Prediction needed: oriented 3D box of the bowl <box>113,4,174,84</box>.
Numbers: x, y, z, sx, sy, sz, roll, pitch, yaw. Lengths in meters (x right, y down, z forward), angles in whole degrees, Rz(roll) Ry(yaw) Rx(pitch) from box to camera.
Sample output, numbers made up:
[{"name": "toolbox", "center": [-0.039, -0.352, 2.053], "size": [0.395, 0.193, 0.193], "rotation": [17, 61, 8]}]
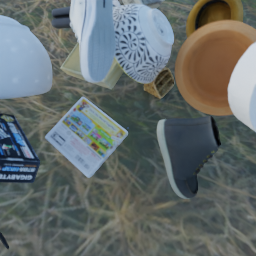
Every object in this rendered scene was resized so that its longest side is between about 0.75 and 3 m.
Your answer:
[{"name": "bowl", "center": [0.461, -2.206, 6.766], "size": [0.970, 2.066, 2.066], "rotation": [-21, 44, 36]}]

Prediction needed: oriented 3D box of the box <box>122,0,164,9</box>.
[{"name": "box", "center": [0.515, -4.131, 9.089], "size": [0.610, 0.508, 1.484], "rotation": [53, 44, -3]}]

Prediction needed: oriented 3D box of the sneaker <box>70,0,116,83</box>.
[{"name": "sneaker", "center": [-0.783, -2.084, 5.860], "size": [0.817, 0.843, 2.308], "rotation": [2, 88, 39]}]

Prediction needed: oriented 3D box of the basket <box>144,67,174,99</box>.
[{"name": "basket", "center": [1.121, -1.654, 9.738], "size": [0.745, 0.714, 1.000], "rotation": [33, 61, 23]}]

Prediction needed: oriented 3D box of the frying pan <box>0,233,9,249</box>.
[{"name": "frying pan", "center": [-2.579, 1.634, 5.124], "size": [0.208, 1.281, 0.775], "rotation": [-26, 39, -26]}]

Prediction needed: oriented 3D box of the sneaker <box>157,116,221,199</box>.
[{"name": "sneaker", "center": [1.166, 0.586, 4.808], "size": [0.921, 1.735, 0.649], "rotation": [-7, 35, 26]}]

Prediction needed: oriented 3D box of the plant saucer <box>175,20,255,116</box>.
[{"name": "plant saucer", "center": [2.172, -1.366, 6.574], "size": [2.228, 2.228, 0.417], "rotation": [23, 18, 16]}]

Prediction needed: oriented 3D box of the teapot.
[{"name": "teapot", "center": [-3.157, -1.770, 6.562], "size": [2.745, 2.031, 2.781], "rotation": [-15, 19, -42]}]

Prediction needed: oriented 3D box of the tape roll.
[{"name": "tape roll", "center": [2.769, -0.740, 4.979], "size": [1.860, 1.860, 0.651], "rotation": [-14, 30, -10]}]

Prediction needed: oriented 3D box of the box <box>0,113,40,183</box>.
[{"name": "box", "center": [-2.771, 0.225, 5.203], "size": [1.652, 0.478, 2.078], "rotation": [11, 19, -40]}]

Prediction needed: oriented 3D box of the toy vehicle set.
[{"name": "toy vehicle set", "center": [-0.846, -1.995, 7.804], "size": [2.368, 0.314, 1.471], "rotation": [26, 80, 46]}]

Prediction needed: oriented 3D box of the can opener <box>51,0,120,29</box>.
[{"name": "can opener", "center": [-1.377, -3.472, 8.464], "size": [2.418, 0.809, 0.645], "rotation": [3, 92, 21]}]

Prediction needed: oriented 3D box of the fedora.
[{"name": "fedora", "center": [2.610, -3.060, 8.280], "size": [0.740, 1.815, 1.815], "rotation": [8, 37, -51]}]

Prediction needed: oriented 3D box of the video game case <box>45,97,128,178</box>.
[{"name": "video game case", "center": [-0.852, 0.153, 5.685], "size": [1.291, 0.148, 1.175], "rotation": [38, 81, 19]}]
